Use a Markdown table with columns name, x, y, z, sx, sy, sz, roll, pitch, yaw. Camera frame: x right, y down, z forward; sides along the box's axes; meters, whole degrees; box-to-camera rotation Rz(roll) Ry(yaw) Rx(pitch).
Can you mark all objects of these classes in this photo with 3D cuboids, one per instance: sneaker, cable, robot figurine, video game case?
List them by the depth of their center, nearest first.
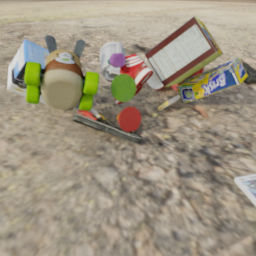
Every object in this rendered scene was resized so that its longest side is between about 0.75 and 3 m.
| name | x | y | z | sx | sy | sz | roll | pitch | yaw |
| --- | --- | --- | --- | --- | --- | --- | --- | --- | --- |
| video game case | 3.722 | 1.673 | 7.056 | 1.404 | 0.177 | 1.541 | -8 | 32 | -12 |
| cable | -0.784 | -0.182 | 9.430 | 2.738 | 0.689 | 1.330 | 17 | 0 | 34 |
| sneaker | -0.057 | -1.759 | 9.721 | 0.807 | 2.060 | 1.190 | -27 | 80 | -45 |
| robot figurine | -0.580 | -2.605 | 10.978 | 1.043 | 1.566 | 1.847 | 11 | 52 | -25 |
| sneaker | 6.144 | -2.695 | 14.076 | 0.855 | 0.715 | 1.883 | 10 | 38 | -2 |

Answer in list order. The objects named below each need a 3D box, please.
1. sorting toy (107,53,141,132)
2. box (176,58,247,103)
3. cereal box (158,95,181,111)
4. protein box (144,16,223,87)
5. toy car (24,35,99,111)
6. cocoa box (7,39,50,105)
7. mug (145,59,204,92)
| name | x | y | z | sx | sy | sz | roll | pitch | yaw |
| --- | --- | --- | --- | --- | --- | --- | --- | --- | --- |
| sorting toy | -0.301 | -1.150 | 9.329 | 0.892 | 2.574 | 0.886 | -18 | 15 | -27 |
| box | 3.144 | -1.768 | 10.755 | 2.499 | 0.803 | 0.875 | -19 | 14 | 48 |
| cereal box | 1.615 | -0.992 | 11.041 | 0.850 | 0.612 | 0.168 | -30 | 86 | -41 |
| protein box | 2.101 | -2.715 | 10.301 | 2.104 | 1.419 | 2.088 | -32 | -2 | 26 |
| toy car | -2.069 | -2.030 | 9.051 | 2.058 | 1.977 | 2.506 | 7 | 62 | -15 |
| cocoa box | -3.129 | -1.935 | 10.465 | 2.190 | 1.437 | 1.460 | 21 | 36 | -38 |
| mug | 2.324 | -2.601 | 13.328 | 2.517 | 2.234 | 1.679 | -15 | -8 | -31 |
